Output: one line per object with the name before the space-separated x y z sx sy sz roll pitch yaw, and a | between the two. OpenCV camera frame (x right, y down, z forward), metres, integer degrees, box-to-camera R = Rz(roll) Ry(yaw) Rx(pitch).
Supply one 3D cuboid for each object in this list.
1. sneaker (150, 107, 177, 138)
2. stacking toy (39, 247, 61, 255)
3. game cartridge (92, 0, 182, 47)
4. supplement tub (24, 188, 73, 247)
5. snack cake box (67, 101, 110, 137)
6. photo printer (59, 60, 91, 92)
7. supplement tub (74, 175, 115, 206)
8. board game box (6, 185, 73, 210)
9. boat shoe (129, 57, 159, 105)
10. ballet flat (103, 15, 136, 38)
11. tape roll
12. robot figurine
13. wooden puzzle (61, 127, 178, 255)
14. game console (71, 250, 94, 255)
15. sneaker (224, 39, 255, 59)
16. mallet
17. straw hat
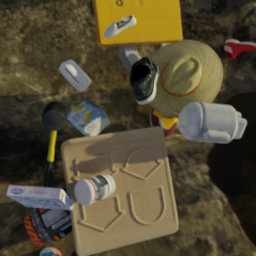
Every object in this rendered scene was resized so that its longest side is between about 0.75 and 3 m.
sneaker | 1.319 -0.940 9.061 0.936 1.125 2.498 10 74 -10
stacking toy | -2.262 3.935 7.737 0.960 0.448 1.060 38 74 13
game cartridge | 0.267 -3.642 8.312 2.634 0.427 2.322 -8 95 -18
supplement tub | -1.837 2.410 7.921 1.899 1.164 1.164 -30 72 -10
snack cake box | -1.295 -0.272 8.872 0.834 0.487 1.450 -41 35 -14
photo printer | -1.713 -1.703 9.113 0.453 1.304 1.085 -40 103 7
supplement tub | -0.771 1.423 6.543 0.590 0.840 0.590 4 96 37
board game box | -1.929 1.594 6.318 1.153 1.156 0.238 3 63 4
boat shoe | 0.350 -1.449 7.441 0.716 0.635 1.916 -16 41 26
ballet flat | -0.253 -2.714 7.410 0.961 0.334 0.334 -25 71 2
tape roll | 0.564 -2.479 9.000 1.663 0.549 1.663 1 88 -19
robot figurine | 2.144 -0.136 7.489 1.836 1.037 1.557 4 28 -7
wooden puzzle | -0.202 1.606 7.455 2.774 0.693 2.995 -8 92 -15
game console | -0.819 4.642 6.864 2.599 1.538 2.219 26 75 7
sneaker | 4.138 -2.796 10.317 1.211 0.474 0.699 15 78 19
mallet | -1.895 0.728 6.796 0.560 0.896 2.721 7 101 -12
straw hat | 1.524 -1.497 7.952 2.477 1.048 2.477 0 90 8
